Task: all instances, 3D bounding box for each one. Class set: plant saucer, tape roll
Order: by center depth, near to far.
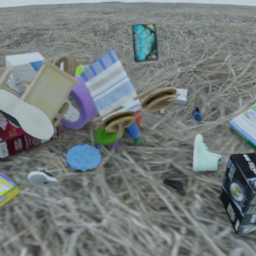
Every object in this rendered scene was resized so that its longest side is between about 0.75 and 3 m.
[{"bbox_3d":[-2.597,-1.980,10.727,0.270,1.833,1.833,23,19,-40],"label":"plant saucer"},{"bbox_3d":[-2.596,-1.183,13.127,2.345,2.345,0.996,19,39,25],"label":"tape roll"}]

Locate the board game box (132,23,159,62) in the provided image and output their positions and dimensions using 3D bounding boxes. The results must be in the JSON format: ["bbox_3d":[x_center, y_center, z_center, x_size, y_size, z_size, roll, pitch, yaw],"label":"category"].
[{"bbox_3d":[0.681,-3.384,11.147,0.989,1.462,0.206,-4,-1,0],"label":"board game box"}]

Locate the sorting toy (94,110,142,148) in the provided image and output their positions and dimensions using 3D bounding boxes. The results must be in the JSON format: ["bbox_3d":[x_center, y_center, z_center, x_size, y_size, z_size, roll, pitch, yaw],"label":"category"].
[{"bbox_3d":[-0.177,0.170,12.575,1.632,1.115,2.716,12,47,41],"label":"sorting toy"}]

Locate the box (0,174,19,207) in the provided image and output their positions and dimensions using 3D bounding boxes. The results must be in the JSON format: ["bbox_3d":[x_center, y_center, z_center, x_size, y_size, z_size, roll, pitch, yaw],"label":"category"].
[{"bbox_3d":[-5.049,2.470,9.651,1.235,0.509,2.104,22,43,28],"label":"box"}]

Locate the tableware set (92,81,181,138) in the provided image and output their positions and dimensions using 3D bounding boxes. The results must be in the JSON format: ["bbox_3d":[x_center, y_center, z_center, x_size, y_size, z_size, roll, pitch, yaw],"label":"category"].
[{"bbox_3d":[0.401,-0.451,9.266,2.826,1.868,0.566,-27,74,20],"label":"tableware set"}]

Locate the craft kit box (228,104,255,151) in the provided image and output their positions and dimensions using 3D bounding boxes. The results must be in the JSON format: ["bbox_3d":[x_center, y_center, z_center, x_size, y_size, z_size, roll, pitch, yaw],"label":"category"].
[{"bbox_3d":[6.316,-0.141,12.186,2.666,0.655,2.699,-36,40,4],"label":"craft kit box"}]

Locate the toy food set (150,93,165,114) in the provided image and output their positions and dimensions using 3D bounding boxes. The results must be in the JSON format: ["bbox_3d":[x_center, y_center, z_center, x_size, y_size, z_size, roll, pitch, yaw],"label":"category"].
[{"bbox_3d":[1.480,-1.280,15.095,1.087,0.269,1.710,5,44,8],"label":"toy food set"}]

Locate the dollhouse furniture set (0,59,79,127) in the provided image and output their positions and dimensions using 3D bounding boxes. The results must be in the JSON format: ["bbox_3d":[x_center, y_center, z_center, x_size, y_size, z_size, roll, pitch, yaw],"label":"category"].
[{"bbox_3d":[-3.193,-1.397,10.223,2.493,1.890,2.845,32,-1,-31],"label":"dollhouse furniture set"}]

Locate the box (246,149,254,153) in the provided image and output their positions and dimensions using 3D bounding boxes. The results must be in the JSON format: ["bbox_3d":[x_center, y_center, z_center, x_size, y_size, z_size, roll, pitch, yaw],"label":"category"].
[{"bbox_3d":[4.792,2.130,9.209,0.443,1.656,2.735,-33,32,16],"label":"box"}]

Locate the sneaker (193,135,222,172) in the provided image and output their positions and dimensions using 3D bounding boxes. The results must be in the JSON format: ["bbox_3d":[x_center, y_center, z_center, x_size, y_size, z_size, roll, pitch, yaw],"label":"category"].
[{"bbox_3d":[3.231,1.047,11.440,1.097,0.684,1.860,3,45,13],"label":"sneaker"}]

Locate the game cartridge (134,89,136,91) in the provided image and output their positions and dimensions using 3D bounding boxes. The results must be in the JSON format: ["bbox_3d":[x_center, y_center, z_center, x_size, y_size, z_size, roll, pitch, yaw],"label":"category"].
[{"bbox_3d":[-0.073,-2.099,16.268,0.672,0.210,1.010,26,43,38],"label":"game cartridge"}]

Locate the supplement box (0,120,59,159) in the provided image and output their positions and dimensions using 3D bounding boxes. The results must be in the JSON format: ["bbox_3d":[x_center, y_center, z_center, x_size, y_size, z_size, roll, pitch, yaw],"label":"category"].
[{"bbox_3d":[-4.718,0.225,12.278,2.879,0.877,1.567,-23,41,-37],"label":"supplement box"}]

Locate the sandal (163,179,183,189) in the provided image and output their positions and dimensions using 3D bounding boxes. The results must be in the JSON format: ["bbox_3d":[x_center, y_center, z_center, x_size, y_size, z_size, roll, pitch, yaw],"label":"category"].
[{"bbox_3d":[1.701,2.106,10.446,0.825,0.197,0.310,11,36,36],"label":"sandal"}]

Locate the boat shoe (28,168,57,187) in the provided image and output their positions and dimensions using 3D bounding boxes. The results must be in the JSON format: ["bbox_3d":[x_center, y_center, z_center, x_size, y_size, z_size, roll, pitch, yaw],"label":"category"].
[{"bbox_3d":[-2.300,1.274,7.478,0.421,1.141,0.390,-35,64,8],"label":"boat shoe"}]

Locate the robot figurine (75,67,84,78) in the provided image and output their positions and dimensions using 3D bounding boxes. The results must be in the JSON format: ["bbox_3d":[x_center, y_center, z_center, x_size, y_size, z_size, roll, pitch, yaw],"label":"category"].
[{"bbox_3d":[-3.492,-2.715,15.919,2.291,1.325,2.010,-21,5,1],"label":"robot figurine"}]

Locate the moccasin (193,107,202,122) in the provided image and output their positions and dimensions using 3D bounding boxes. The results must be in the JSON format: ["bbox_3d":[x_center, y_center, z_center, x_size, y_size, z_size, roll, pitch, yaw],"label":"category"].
[{"bbox_3d":[3.480,-0.702,14.170,0.416,0.352,1.034,-2,36,-2],"label":"moccasin"}]

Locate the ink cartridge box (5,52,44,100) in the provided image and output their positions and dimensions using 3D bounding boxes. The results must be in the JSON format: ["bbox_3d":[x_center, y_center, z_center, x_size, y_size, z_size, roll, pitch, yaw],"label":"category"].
[{"bbox_3d":[-4.264,-2.063,11.832,1.392,1.926,0.815,-20,50,-34],"label":"ink cartridge box"}]

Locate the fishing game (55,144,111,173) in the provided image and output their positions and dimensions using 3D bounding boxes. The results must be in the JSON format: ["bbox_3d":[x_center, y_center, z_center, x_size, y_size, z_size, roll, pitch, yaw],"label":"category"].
[{"bbox_3d":[-1.797,1.240,11.537,2.073,0.322,1.484,-23,47,-31],"label":"fishing game"}]

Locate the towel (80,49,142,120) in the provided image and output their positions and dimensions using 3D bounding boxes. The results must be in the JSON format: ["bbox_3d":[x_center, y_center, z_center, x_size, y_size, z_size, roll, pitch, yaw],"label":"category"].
[{"bbox_3d":[-0.684,-1.376,10.277,1.781,2.425,0.289,-28,-4,30],"label":"towel"}]

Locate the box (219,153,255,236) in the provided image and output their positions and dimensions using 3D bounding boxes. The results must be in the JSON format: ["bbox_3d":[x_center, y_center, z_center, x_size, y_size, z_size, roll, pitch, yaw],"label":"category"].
[{"bbox_3d":[3.736,2.082,8.853,0.876,2.033,1.665,-3,36,-4],"label":"box"}]

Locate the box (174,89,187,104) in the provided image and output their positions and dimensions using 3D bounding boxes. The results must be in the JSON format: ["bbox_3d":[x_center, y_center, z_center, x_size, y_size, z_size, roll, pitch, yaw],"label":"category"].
[{"bbox_3d":[2.787,-1.803,15.780,1.004,0.265,1.287,6,37,8],"label":"box"}]

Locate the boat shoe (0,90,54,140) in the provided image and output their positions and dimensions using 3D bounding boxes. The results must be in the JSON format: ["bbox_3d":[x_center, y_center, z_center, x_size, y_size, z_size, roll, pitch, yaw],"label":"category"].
[{"bbox_3d":[-2.978,-0.298,7.907,1.966,0.593,0.726,33,64,-4],"label":"boat shoe"}]
